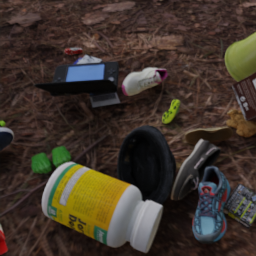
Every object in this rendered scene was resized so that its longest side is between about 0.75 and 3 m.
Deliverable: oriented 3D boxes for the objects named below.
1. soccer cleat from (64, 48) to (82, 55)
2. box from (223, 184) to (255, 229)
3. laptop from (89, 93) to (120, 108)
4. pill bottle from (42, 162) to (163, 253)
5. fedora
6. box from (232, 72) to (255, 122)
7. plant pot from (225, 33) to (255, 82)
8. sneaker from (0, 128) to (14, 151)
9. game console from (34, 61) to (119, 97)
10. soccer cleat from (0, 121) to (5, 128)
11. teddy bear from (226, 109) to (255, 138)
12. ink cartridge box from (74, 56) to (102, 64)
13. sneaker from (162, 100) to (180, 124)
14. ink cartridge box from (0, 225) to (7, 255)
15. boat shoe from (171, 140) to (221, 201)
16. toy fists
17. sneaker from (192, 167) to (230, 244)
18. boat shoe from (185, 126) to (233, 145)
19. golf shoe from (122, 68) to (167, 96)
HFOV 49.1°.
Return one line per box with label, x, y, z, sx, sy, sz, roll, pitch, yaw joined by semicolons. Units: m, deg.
soccer cleat;-2.789;-3.927;14.307;0.896;0.307;0.382;-7;35;-10
box;3.333;2.225;8.068;0.867;0.240;1.082;32;53;28
laptop;-1.033;-1.535;11.551;1.154;0.714;1.232;-11;43;-10
pill bottle;-0.627;2.066;7.261;2.831;1.597;1.597;18;47;17
fedora;0.719;1.167;8.254;1.109;2.429;2.429;9;33;-41
box;4.761;-1.069;9.519;1.704;1.399;1.413;4;64;-41
plant pot;5.582;-3.146;11.611;2.258;2.076;2.258;4;73;-12
sneaker;-4.738;1.079;8.705;2.698;0.946;1.464;-28;46;-18
game console;-1.822;-2.064;10.670;2.715;1.580;2.388;-2;56;6
soccer cleat;-4.893;-0.053;10.273;0.763;0.258;0.309;-14;37;10
teddy bear;4.257;-0.176;10.397;1.164;0.536;1.606;-6;37;-16
ink cartridge box;-2.093;-3.019;13.383;1.279;0.260;1.277;17;47;17
sneaker;1.703;-0.561;10.777;0.412;0.465;1.112;23;66;28
ink cartridge box;-3.936;2.669;7.372;0.983;0.569;1.692;-24;50;-23
boat shoe;2.133;1.273;8.591;0.738;0.866;2.590;19;44;26
toy fists;-2.486;1.094;9.075;1.263;0.434;0.644;-18;47;-15
sneaker;2.139;1.982;7.602;0.898;1.082;2.265;-9;33;31
boat shoe;2.822;0.215;9.965;1.641;0.592;0.591;-11;14;6
golf shoe;0.711;-1.994;11.605;1.045;0.860;2.283;2;29;47
